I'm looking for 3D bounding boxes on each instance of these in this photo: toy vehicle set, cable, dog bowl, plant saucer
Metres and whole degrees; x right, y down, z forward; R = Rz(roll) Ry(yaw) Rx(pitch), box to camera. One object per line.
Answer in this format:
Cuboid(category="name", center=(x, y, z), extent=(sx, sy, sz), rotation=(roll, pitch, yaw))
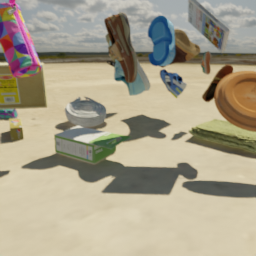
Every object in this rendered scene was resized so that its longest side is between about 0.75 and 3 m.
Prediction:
Cuboid(category="toy vehicle set", center=(-3.441, -1.179, 8.022), extent=(2.086, 1.296, 0.276), rotation=(-3, 24, -10))
Cuboid(category="cable", center=(-1.897, -0.681, 12.435), extent=(1.838, 0.637, 1.839), rotation=(23, 33, 25))
Cuboid(category="dog bowl", center=(1.136, -2.860, 9.358), extent=(0.418, 1.685, 0.939), rotation=(2, -7, -40))
Cuboid(category="plant saucer", center=(3.447, -0.825, 7.715), extent=(2.056, 0.332, 2.056), rotation=(-1, 57, 2))

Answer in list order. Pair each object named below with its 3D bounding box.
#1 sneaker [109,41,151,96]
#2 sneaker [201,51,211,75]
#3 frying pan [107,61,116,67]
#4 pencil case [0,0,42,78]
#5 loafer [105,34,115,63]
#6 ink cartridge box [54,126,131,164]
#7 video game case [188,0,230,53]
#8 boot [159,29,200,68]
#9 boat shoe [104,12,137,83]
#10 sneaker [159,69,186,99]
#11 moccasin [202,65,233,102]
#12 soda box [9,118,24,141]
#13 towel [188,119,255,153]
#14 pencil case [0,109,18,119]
Cuboid(category="sneaker", center=(-0.221, -2.498, 11.360), extent=(1.118, 2.729, 1.009), rotation=(-29, -16, -13))
Cuboid(category="sneaker", center=(3.279, -2.785, 11.945), extent=(0.360, 1.010, 0.404), rotation=(-19, 30, -21))
Cuboid(category="frying pan", center=(-0.493, -3.140, 13.509), extent=(0.367, 1.363, 2.253), rotation=(-9, 47, -34))
Cuboid(category="pencil case", center=(-2.924, -2.290, 7.276), extent=(0.860, 1.945, 0.860), rotation=(-20, 1, 0))
Cuboid(category="loafer", center=(-0.388, -3.635, 14.325), extent=(1.006, 2.947, 1.115), rotation=(-2, 26, 24))
Cuboid(category="ink cartridge box", center=(-1.123, 0.544, 8.854), extent=(2.237, 0.663, 1.161), rotation=(10, 20, 30))
Cuboid(category="video game case", center=(2.561, -3.332, 9.095), extent=(0.157, 1.742, 1.248), rotation=(-38, -19, 0))
Cuboid(category="boot", center=(1.928, -3.576, 13.325), extent=(2.275, 0.989, 2.734), rotation=(-16, -13, 36))
Cuboid(category="boat shoe", center=(-0.305, -2.853, 10.234), extent=(0.906, 2.523, 0.955), rotation=(-15, 6, -14))
Cuboid(category="sneaker", center=(1.927, -2.021, 11.980), extent=(0.680, 0.756, 1.839), rotation=(30, 26, -39))
Cuboid(category="moccasin", center=(2.788, -1.377, 8.728), extent=(0.484, 1.322, 0.510), rotation=(40, 15, -2))
Cuboid(category="soda box", center=(-4.347, 0.029, 10.869), extent=(0.454, 0.481, 1.419), rotation=(-7, 19, -21))
Cuboid(category="towel", center=(3.805, 0.216, 10.251), extent=(2.741, 0.500, 2.033), rotation=(12, 20, 38))
Cuboid(category="pencil case", center=(-5.832, -0.685, 13.243), extent=(1.103, 0.470, 0.510), rotation=(1, 10, 4))
